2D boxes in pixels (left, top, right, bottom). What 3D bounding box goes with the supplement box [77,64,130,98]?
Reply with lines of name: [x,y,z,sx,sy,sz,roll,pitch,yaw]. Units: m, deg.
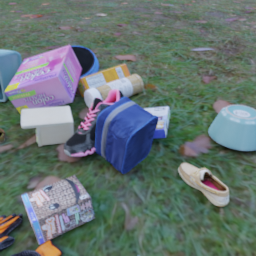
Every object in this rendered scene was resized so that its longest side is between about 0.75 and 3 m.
supplement box: [-1.035,-2.051,12.104,2.296,0.790,0.764,-23,3,-29]

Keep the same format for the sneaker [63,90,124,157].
sneaker: [-1.034,-0.254,8.979,1.132,1.366,2.864,16,46,41]

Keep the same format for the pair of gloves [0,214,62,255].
pair of gloves: [-2.672,2.757,6.005,2.027,0.251,1.806,26,40,29]

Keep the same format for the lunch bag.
lunch bag: [-0.148,0.221,8.070,1.341,2.027,1.377,37,49,24]

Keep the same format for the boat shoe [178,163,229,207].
boat shoe: [2.060,1.386,7.623,0.618,0.580,1.677,-24,42,-30]

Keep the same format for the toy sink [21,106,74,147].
toy sink: [-2.680,-0.039,9.361,1.600,0.897,1.043,-6,36,-17]

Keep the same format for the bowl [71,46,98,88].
bowl: [-2.632,-2.889,12.994,2.489,0.488,2.489,-2,55,2]

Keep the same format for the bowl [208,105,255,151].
bowl: [3.675,-0.128,9.256,1.835,0.960,1.835,3,29,-2]

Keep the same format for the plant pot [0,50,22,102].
plant pot: [-5.581,-2.470,11.990,1.951,1.956,1.992,10,29,14]

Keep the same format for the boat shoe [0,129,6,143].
boat shoe: [-4.336,0.206,9.554,0.272,0.257,0.757,-17,39,-22]

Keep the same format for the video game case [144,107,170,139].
video game case: [0.563,-0.161,9.706,1.632,0.371,1.479,-4,32,18]

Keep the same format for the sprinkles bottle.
sprinkles bottle: [-0.541,-1.473,11.389,2.482,0.847,0.847,-25,42,-31]

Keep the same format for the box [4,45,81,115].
box: [-3.196,-1.897,10.956,2.169,1.192,2.466,-13,41,13]

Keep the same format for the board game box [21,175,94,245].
board game box: [-1.675,1.892,6.697,1.374,0.665,1.095,-20,30,-25]
